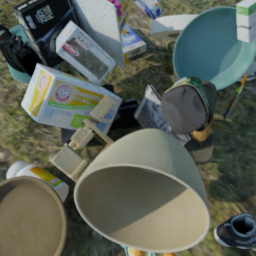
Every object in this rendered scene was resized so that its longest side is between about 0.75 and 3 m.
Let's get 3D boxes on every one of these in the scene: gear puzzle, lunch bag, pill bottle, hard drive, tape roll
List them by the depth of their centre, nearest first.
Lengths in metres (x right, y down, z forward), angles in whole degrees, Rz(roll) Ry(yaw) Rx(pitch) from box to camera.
[{"bbox_3d":[3.032,-0.896,7.947,0.179,1.368,0.708,28,23,18],"label":"gear puzzle"},{"bbox_3d":[-2.828,1.756,8.644,1.782,0.990,0.990,27,59,18],"label":"pill bottle"},{"bbox_3d":[-1.453,-0.458,9.782,2.405,0.509,1.622,-30,52,23],"label":"hard drive"},{"bbox_3d":[0.656,-4.382,9.829,0.591,1.563,1.253,-43,90,16],"label":"lunch bag"},{"bbox_3d":[2.086,-3.491,9.925,2.655,0.485,2.655,2,10,0],"label":"tape roll"}]

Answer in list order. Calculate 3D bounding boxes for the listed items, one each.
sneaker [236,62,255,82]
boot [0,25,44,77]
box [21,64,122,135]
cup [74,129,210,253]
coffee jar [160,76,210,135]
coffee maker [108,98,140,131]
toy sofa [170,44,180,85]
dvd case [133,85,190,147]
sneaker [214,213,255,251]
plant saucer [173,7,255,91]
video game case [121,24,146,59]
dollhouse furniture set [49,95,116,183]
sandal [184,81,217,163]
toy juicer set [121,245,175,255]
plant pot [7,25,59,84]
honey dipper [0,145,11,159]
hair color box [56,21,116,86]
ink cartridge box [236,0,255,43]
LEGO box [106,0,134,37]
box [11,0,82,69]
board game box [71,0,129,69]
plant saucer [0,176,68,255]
[{"bbox_3d":[4.350,-2.787,11.815,2.753,1.173,1.061,12,55,8],"label":"sneaker"},{"bbox_3d":[-3.136,-2.056,8.554,1.749,2.134,0.790,38,77,24],"label":"boot"},{"bbox_3d":[-1.449,-0.681,7.410,2.175,1.223,1.102,13,16,-44],"label":"box"},{"bbox_3d":[0.400,1.031,5.638,2.457,2.457,1.757,12,39,9],"label":"cup"},{"bbox_3d":[1.340,-0.554,6.304,0.839,1.025,1.966,-25,7,23],"label":"coffee jar"},{"bbox_3d":[-0.310,-0.316,10.264,1.534,1.033,1.474,-8,76,-4],"label":"coffee maker"},{"bbox_3d":[2.379,-2.666,11.700,1.040,0.883,2.131,-12,50,25],"label":"toy sofa"},{"bbox_3d":[0.887,-0.063,8.122,0.156,1.455,1.957,-19,65,-29],"label":"dvd case"},{"bbox_3d":[3.514,2.891,7.720,2.037,1.159,0.769,3,54,2],"label":"sneaker"},{"bbox_3d":[2.469,-2.249,8.139,2.481,2.481,0.446,-6,35,-4],"label":"plant saucer"},{"bbox_3d":[-0.461,-4.006,13.135,1.826,0.458,2.015,-26,58,-18],"label":"video game case"},{"bbox_3d":[-0.579,0.294,6.171,1.148,1.826,2.065,41,74,-10],"label":"dollhouse furniture set"},{"bbox_3d":[1.963,-0.132,7.502,0.910,2.227,0.608,9,12,13],"label":"sandal"},{"bbox_3d":[0.392,2.672,6.372,1.037,0.444,1.630,-45,72,9],"label":"toy juicer set"},{"bbox_3d":[-4.157,-3.256,11.808,2.165,1.738,2.165,0,54,0],"label":"plant pot"},{"bbox_3d":[-3.475,-0.014,6.366,0.541,2.848,0.541,-4,55,6],"label":"honey dipper"},{"bbox_3d":[-1.355,-2.315,8.326,0.842,1.375,2.777,-48,26,8],"label":"hair color box"},{"bbox_3d":[3.151,-2.781,7.124,0.706,0.967,0.408,-34,42,-13],"label":"ink cartridge box"},{"bbox_3d":[-0.730,-4.774,10.850,0.950,1.834,2.462,17,83,24],"label":"LEGO box"},{"bbox_3d":[-2.591,-3.406,9.578,1.715,2.095,0.902,-37,48,-17],"label":"box"},{"bbox_3d":[-0.960,-3.427,9.128,0.317,2.450,2.449,-40,63,-16],"label":"board game box"},{"bbox_3d":[-2.905,2.735,7.690,2.802,0.413,2.802,-3,77,13],"label":"plant saucer"}]
